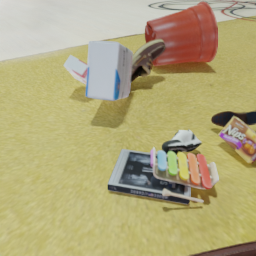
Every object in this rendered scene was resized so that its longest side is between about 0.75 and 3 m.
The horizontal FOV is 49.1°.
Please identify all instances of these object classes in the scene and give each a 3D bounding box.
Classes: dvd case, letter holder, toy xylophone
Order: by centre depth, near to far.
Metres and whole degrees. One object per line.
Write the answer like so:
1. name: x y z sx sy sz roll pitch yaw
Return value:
1. letter holder: 1.220 2.356 3.131 2.525 1.794 1.270 -7 34 -11
2. toy xylophone: 1.191 0.986 6.012 1.561 0.392 1.143 9 39 -14
3. dvd case: 0.556 1.076 6.511 1.777 0.220 1.335 7 33 10

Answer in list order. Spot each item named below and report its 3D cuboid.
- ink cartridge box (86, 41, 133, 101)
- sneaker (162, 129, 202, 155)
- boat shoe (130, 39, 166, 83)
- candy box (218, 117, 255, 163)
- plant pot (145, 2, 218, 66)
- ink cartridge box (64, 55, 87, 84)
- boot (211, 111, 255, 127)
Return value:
1. ink cartridge box: -0.532 -1.786 8.974 0.956 1.631 2.227 7 10 8
2. sneaker: 1.259 0.350 7.021 1.359 0.501 0.544 -5 57 -46
3. boat shoe: 0.514 -2.349 10.712 2.678 0.966 0.964 -36 71 -15
4. candy box: 2.935 0.294 7.164 0.313 0.646 1.108 14 29 -43
5. plant pot: 2.204 -3.975 12.415 2.552 2.624 2.624 -13 34 -5
6. ink cartridge box: -1.668 -1.993 9.975 0.812 1.119 0.467 30 84 15
7. boot: 3.142 -0.210 8.053 1.357 0.507 0.658 0 -6 30
